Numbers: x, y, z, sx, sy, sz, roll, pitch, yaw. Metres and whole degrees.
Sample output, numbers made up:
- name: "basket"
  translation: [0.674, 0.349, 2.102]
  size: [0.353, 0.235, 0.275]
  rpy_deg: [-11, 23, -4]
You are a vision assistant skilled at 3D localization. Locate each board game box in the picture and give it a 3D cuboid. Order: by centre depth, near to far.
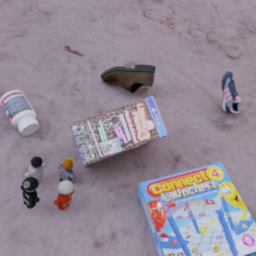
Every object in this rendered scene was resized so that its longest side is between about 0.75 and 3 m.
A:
- name: "board game box"
  translation: [1.905, 2.479, 7.726]
  size: [2.624, 0.733, 2.569]
  rpy_deg: [-13, 53, -10]
- name: "board game box"
  translation: [-0.369, 0.185, 8.498]
  size: [2.467, 1.967, 1.195]
  rpy_deg: [-19, 86, -12]

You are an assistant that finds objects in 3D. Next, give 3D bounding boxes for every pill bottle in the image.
- name: "pill bottle"
  translation: [-3.809, -0.509, 9.930]
  size: [0.892, 0.892, 1.492]
  rpy_deg: [-29, 70, -21]

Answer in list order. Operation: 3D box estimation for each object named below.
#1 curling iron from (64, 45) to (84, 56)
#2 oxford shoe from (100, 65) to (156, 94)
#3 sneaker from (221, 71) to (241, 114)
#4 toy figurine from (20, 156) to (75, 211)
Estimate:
- name: "curling iron"
  translation: [-2.504, -3.559, 12.907]
  size: [1.135, 0.145, 0.281]
  rpy_deg: [28, 56, 21]
- name: "oxford shoe"
  translation: [-0.108, -1.859, 10.908]
  size: [2.388, 0.868, 1.008]
  rpy_deg: [3, 90, 33]
- name: "sneaker"
  translation: [3.771, -1.244, 10.065]
  size: [0.566, 1.614, 0.662]
  rpy_deg: [-28, 32, -20]
- name: "toy figurine"
  translation: [-2.249, 1.519, 8.028]
  size: [1.481, 1.031, 1.458]
  rpy_deg: [8, 37, -11]
